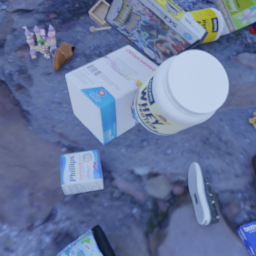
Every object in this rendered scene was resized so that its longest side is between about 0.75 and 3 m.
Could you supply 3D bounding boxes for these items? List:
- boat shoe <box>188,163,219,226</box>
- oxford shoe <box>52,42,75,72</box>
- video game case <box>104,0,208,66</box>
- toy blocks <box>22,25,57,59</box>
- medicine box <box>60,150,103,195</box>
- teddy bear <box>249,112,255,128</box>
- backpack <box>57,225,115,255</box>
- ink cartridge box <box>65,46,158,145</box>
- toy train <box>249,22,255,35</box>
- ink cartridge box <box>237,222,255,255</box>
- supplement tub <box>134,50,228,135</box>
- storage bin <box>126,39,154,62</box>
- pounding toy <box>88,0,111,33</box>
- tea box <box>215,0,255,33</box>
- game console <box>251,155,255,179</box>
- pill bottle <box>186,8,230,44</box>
[{"bbox_3d":[1.986,1.731,7.445,0.487,0.590,1.719,7,53,-13],"label":"boat shoe"},{"bbox_3d":[-2.558,-2.855,11.166,0.634,0.634,1.778,11,50,3],"label":"oxford shoe"},{"bbox_3d":[0.551,-2.667,7.328,2.295,2.539,0.324,37,80,-10],"label":"video game case"},{"bbox_3d":[-3.567,-3.651,11.484,1.235,1.112,1.321,-10,51,-9],"label":"toy blocks"},{"bbox_3d":[-1.291,1.230,7.808,1.086,0.559,0.989,-8,51,-7],"label":"medicine box"},{"bbox_3d":[4.402,-0.289,9.244,0.874,0.292,0.634,-11,53,-9],"label":"teddy bear"},{"bbox_3d":[-1.046,3.005,6.127,1.445,1.111,1.179,-28,74,-5],"label":"backpack"},{"bbox_3d":[-0.369,-1.090,8.923,2.435,1.778,1.786,-32,57,-23],"label":"ink cartridge box"},{"bbox_3d":[6.352,-5.516,12.932,1.658,1.213,2.865,4,55,-7],"label":"toy train"},{"bbox_3d":[3.565,2.581,6.829,1.566,0.346,0.736,-13,51,-11],"label":"ink cartridge box"},{"bbox_3d":[1.111,-0.713,6.369,1.521,2.098,1.521,3,79,-14],"label":"supplement tub"},{"bbox_3d":[0.730,-4.019,11.570,1.589,1.466,2.183,20,52,16],"label":"storage bin"},{"bbox_3d":[-0.908,-3.673,9.692,0.958,0.499,1.090,42,88,5],"label":"pounding toy"},{"bbox_3d":[3.851,-4.554,9.076,1.969,2.002,1.337,-19,59,29],"label":"tea box"},{"bbox_3d":[4.625,1.441,7.301,2.395,0.372,2.118,-3,38,12],"label":"game console"},{"bbox_3d":[3.092,-4.272,11.841,2.444,1.360,1.360,-16,52,-13],"label":"pill bottle"}]
